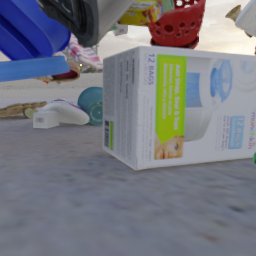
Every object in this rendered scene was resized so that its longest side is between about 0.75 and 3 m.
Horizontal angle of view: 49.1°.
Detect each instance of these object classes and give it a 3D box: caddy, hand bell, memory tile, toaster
[{"bbox_3d":[-2.606,-2.723,6.945,1.770,1.314,2.504,-19,-49,37],"label":"caddy"},{"bbox_3d":[3.554,-3.221,8.714,0.551,1.058,0.551,-40,16,14],"label":"hand bell"},{"bbox_3d":[-4.514,-0.734,11.399,1.756,0.192,2.291,-15,4,18],"label":"memory tile"},{"bbox_3d":[-0.615,-2.872,4.692,1.683,1.913,2.962,41,-11,4],"label":"toaster"}]

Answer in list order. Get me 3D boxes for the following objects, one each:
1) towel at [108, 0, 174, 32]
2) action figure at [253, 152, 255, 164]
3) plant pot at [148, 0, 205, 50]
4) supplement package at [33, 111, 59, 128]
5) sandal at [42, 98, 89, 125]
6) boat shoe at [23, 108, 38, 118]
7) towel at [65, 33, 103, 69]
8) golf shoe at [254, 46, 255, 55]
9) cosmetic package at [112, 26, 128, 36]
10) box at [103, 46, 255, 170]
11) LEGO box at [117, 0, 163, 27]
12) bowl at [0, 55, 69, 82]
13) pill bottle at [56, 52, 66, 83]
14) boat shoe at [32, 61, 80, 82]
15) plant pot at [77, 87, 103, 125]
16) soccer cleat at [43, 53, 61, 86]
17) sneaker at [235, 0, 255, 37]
[{"bbox_3d":[-0.354,-3.617,7.025,2.775,2.116,0.325,-3,30,40],"label":"towel"},{"bbox_3d":[2.148,0.323,2.838,1.698,1.003,0.464,-5,15,45],"label":"action figure"},{"bbox_3d":[1.553,-3.478,9.266,1.901,1.731,1.901,-6,46,7],"label":"plant pot"},{"bbox_3d":[-2.408,-0.251,8.255,0.448,0.449,0.766,2,7,12],"label":"supplement package"},{"bbox_3d":[-2.065,-0.638,9.085,2.485,0.611,1.011,7,-26,48],"label":"sandal"},{"bbox_3d":[-3.987,-0.587,11.301,0.328,0.388,1.088,-3,1,7],"label":"boat shoe"},{"bbox_3d":[-2.041,-3.174,9.719,0.405,2.707,1.981,-44,-7,15],"label":"towel"},{"bbox_3d":[4.731,-2.913,9.541,0.854,1.866,0.703,-4,-6,2],"label":"golf shoe"},{"bbox_3d":[-0.429,-4.150,11.174,0.559,0.990,0.402,-15,-35,-10],"label":"cosmetic package"},{"bbox_3d":[1.142,-0.370,4.609,2.863,1.611,1.451,-2,8,-23],"label":"box"},{"bbox_3d":[0.241,-2.551,6.211,0.855,0.330,0.637,20,51,33],"label":"LEGO box"},{"bbox_3d":[-1.878,-1.079,5.049,1.602,0.314,1.602,-5,15,2],"label":"bowl"},{"bbox_3d":[-3.042,-2.512,11.880,0.743,0.743,1.314,-3,-36,-19],"label":"pill bottle"},{"bbox_3d":[-2.742,-2.006,9.813,2.193,0.808,0.758,-4,31,-18],"label":"boat shoe"},{"bbox_3d":[-1.013,-0.632,9.075,1.172,1.172,1.101,-2,22,-14],"label":"plant pot"},{"bbox_3d":[-2.758,-2.296,10.613,0.747,1.754,0.602,14,46,-11],"label":"soccer cleat"},{"bbox_3d":[2.918,-2.423,5.041,0.904,0.769,2.043,33,-28,-3],"label":"sneaker"}]
